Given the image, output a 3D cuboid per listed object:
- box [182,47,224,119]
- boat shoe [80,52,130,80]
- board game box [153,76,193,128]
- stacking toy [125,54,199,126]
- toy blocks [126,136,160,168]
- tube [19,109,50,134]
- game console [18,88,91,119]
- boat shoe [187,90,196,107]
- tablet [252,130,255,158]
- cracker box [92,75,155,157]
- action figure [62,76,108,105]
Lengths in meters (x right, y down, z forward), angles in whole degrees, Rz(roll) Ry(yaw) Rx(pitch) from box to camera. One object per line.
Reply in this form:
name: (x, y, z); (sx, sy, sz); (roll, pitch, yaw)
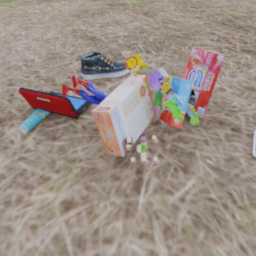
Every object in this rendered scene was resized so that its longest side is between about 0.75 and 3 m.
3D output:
box: (2.767, -1.777, 10.992); (1.244, 2.496, 1.192); (18, 17, 12)
boat shoe: (-1.112, -3.286, 14.425); (2.715, 1.232, 0.961); (-13, 38, -17)
board game box: (1.525, -1.044, 10.217); (0.428, 1.624, 2.122); (9, 12, -16)
stacking toy: (1.160, -1.110, 9.012); (2.623, 0.616, 1.978); (56, 23, 20)
toy blocks: (0.487, 0.785, 8.837); (0.979, 0.824, 0.915); (-5, 67, 9)
tube: (-3.751, -0.315, 11.170); (0.592, 0.385, 1.530); (20, 34, 5)
game console: (-2.968, -1.335, 11.738); (2.312, 1.992, 1.372); (12, 65, 17)
boat shoe: (2.230, -1.061, 9.870); (0.362, 0.312, 0.996); (30, 28, -10)
tablet: (5.687, 0.811, 9.740); (2.509, 0.171, 1.633); (14, 38, 17)
cracker box: (-0.037, -0.482, 9.451); (0.732, 1.699, 2.537); (7, 38, 30)
action figure: (-0.897, -0.692, 9.986); (2.858, 0.933, 1.415); (14, 55, -45)
